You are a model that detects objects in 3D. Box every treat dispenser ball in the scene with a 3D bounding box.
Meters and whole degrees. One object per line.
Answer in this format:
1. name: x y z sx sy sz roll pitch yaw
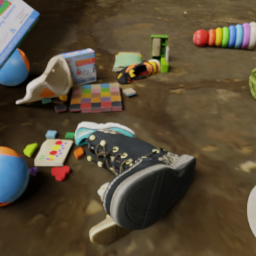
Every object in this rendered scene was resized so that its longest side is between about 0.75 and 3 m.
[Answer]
1. treat dispenser ball: -2.692 1.004 5.779 1.214 1.214 1.214 0 35 0
2. treat dispenser ball: -4.367 -2.256 10.236 1.436 1.436 1.436 0 35 0

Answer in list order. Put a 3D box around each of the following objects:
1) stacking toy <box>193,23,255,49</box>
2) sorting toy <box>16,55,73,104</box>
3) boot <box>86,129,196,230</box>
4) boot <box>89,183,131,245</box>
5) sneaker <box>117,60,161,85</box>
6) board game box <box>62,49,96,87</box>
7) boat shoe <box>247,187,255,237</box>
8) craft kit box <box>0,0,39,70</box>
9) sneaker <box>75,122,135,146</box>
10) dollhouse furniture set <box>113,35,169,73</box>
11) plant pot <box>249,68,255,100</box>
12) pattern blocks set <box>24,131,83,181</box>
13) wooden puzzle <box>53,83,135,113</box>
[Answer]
1. stacking toy: 4.638 -4.443 13.640 2.867 1.224 1.224 2 35 11
2. sorting toy: -2.873 -1.344 9.338 1.706 1.012 1.895 -17 36 18
3. boot: -0.130 0.818 5.644 2.291 1.095 3.034 19 13 29
4. boot: -0.347 1.612 5.526 1.354 0.488 1.047 -17 39 -34
5. sneaker: 0.120 -1.304 6.635 1.266 0.443 0.569 -10 8 39
6. board game box: -1.811 -2.189 10.317 1.202 1.177 0.336 -19 39 -25
7. boat shoe: 2.921 2.022 4.964 0.805 0.932 2.566 39 23 -19
8. craft kit box: -3.767 -2.433 6.462 2.419 2.389 0.587 -57 21 -10
9. sneaker: -0.619 0.278 7.492 1.628 0.631 0.649 1 55 9
10. dollhouse furniture set: 0.525 -3.090 11.629 2.261 1.134 1.481 2 35 3
11. plant pot: 5.222 -1.596 8.973 2.148 2.262 2.262 -22 39 -8
12. pattern blocks set: -1.912 0.644 7.200 1.517 0.140 1.726 9 36 12
13. wooden puzzle: -1.111 -1.026 9.512 2.766 0.194 1.640 -4 35 -4
